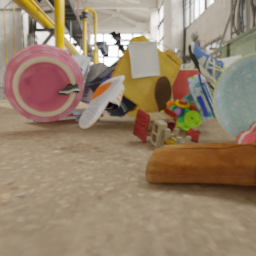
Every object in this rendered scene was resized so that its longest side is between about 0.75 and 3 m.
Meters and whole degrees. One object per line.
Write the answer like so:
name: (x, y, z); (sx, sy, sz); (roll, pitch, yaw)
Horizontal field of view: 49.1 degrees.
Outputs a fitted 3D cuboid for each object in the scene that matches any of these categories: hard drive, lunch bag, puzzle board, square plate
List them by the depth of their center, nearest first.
hard drive: (3.166, -1.986, 9.490); (1.409, 0.179, 0.930); (-7, 50, 15)
lunch bag: (2.682, -1.082, 10.138); (0.631, 1.531, 1.231); (-20, 29, 21)
square plate: (0.588, -2.576, 10.606); (1.293, 1.305, 0.186); (-12, 11, -29)
puzzle board: (-2.910, -0.627, 13.319); (2.253, 0.260, 2.990); (-8, 1, 42)

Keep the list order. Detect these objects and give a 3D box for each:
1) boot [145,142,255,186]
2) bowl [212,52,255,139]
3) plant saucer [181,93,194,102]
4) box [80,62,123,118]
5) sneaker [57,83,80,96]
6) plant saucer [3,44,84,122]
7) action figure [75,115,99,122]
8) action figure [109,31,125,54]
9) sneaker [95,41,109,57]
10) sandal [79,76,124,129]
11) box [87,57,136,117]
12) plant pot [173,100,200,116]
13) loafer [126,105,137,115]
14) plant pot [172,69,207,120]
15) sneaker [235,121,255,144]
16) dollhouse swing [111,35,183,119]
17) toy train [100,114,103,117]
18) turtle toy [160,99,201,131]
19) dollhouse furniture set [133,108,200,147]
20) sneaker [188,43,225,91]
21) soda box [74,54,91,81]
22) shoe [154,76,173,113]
boot: (2.111, 0.550, 5.076); (2.975, 1.019, 2.801); (-4, 13, 28)
bowl: (3.685, -0.871, 7.874); (2.515, 2.515, 1.354); (2, 15, 17)
plant saucer: (2.560, -1.080, 11.753); (1.712, 0.599, 0.162); (-40, 0, 23)
box: (-0.921, -1.632, 12.361); (1.949, 1.793, 1.023); (24, -7, -33)
sneaker: (-2.105, -1.382, 9.917); (0.843, 0.382, 0.280); (-6, -14, 17)
plant saucer: (-3.007, -1.521, 10.160); (2.874, 2.874, 0.729); (-2, 21, -17)
action figure: (-2.019, -0.511, 13.487); (0.815, 0.435, 1.253); (9, 13, 43)
action figure: (-0.363, -3.208, 10.728); (0.675, 0.360, 1.037); (44, -9, 35)
sneaker: (-0.893, -2.871, 10.251); (0.373, 0.437, 0.991); (-5, -2, 16)
sandal: (-0.654, -0.626, 7.788); (0.819, 0.613, 2.137); (-6, 42, 39)
box: (-0.172, -1.795, 11.432); (2.303, 1.704, 1.201); (-46, 24, -22)
plant pot: (2.469, -0.714, 12.531); (2.328, 1.075, 2.328); (-1, 9, 0)
loafer: (-0.360, -1.118, 13.632); (2.468, 0.887, 0.776); (15, -11, 38)
plant pot: (3.147, -1.860, 15.488); (2.928, 2.590, 2.928); (0, 7, 0)
sneaker: (3.403, 0.235, 7.491); (1.205, 0.444, 0.523); (-29, 48, -28)
dollhouse swing: (0.455, -2.044, 11.829); (2.494, 2.837, 2.578); (28, -9, -15)
toy train: (-1.954, -0.741, 16.107); (1.226, 0.209, 0.281); (2, -4, 20)
turtle toy: (2.024, -0.490, 10.237); (1.290, 0.895, 1.770); (-8, 36, -21)
dollhouse furniture set: (1.117, 0.184, 7.737); (1.116, 0.843, 2.073); (-4, 26, -29)
sneaker: (2.552, -1.893, 8.621); (0.729, 1.893, 0.717); (-38, -2, 25)
soda box: (-2.166, -2.339, 11.974); (0.688, 0.736, 2.160); (14, 38, -4)
shoe: (1.413, -1.009, 11.111); (0.719, 2.056, 0.549); (-2, 5, 9)
